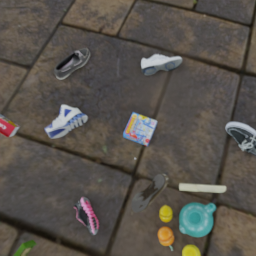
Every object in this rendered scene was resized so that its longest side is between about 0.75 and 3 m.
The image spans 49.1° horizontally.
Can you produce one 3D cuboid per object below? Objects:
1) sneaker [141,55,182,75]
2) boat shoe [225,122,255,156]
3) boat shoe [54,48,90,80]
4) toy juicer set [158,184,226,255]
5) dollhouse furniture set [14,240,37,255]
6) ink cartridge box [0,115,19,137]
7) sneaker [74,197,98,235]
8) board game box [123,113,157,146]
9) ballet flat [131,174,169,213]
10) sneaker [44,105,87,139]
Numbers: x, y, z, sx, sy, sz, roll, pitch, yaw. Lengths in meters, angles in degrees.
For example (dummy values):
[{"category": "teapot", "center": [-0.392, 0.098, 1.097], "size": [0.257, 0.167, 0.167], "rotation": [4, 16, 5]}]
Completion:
[{"category": "sneaker", "center": [1.571, -3.183, 13.427], "size": [2.025, 0.754, 0.882], "rotation": [-10, 60, -5]}, {"category": "boat shoe", "center": [4.995, 0.650, 11.517], "size": [2.305, 0.851, 0.787], "rotation": [37, 56, 6]}, {"category": "boat shoe", "center": [-2.654, -3.206, 13.468], "size": [0.737, 0.628, 2.203], "rotation": [37, 70, 16]}, {"category": "toy juicer set", "center": [2.193, 3.221, 10.386], "size": [1.894, 0.810, 2.977], "rotation": [21, 73, 25]}, {"category": "dollhouse furniture set", "center": [-2.879, 3.672, 7.327], "size": [0.904, 1.380, 0.693], "rotation": [42, 99, 20]}, {"category": "ink cartridge box", "center": [-3.993, -0.123, 8.791], "size": [0.926, 0.813, 0.388], "rotation": [34, 88, -11]}, {"category": "sneaker", "center": [-1.607, 3.360, 10.477], "size": [0.676, 0.560, 1.418], "rotation": [-31, 66, 10]}, {"category": "board game box", "center": [0.517, 0.052, 12.082], "size": [1.129, 0.322, 1.153], "rotation": [20, 66, 9]}, {"category": "ballet flat", "center": [0.720, 2.116, 9.023], "size": [0.416, 1.796, 0.605], "rotation": [8, 38, -44]}, {"category": "sneaker", "center": [-2.806, -0.365, 12.125], "size": [1.839, 0.743, 1.062], "rotation": [-28, 64, -20]}]
